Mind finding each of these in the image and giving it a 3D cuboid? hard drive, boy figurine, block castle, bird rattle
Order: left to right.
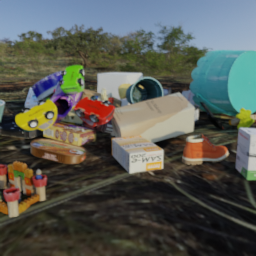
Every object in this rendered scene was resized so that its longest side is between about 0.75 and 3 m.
[{"bbox_3d":[-2.179,1.014,5.028,1.311,0.615,0.876,7,15,28],"label":"block castle"},{"bbox_3d":[-3.716,0.072,9.696,1.417,0.268,0.990,5,14,14],"label":"hard drive"},{"bbox_3d":[0.677,-1.457,11.675,2.202,0.709,1.369,3,2,-4],"label":"boy figurine"},{"bbox_3d":[4.505,-0.355,10.564,1.446,0.815,1.179,-11,-6,-31],"label":"bird rattle"}]

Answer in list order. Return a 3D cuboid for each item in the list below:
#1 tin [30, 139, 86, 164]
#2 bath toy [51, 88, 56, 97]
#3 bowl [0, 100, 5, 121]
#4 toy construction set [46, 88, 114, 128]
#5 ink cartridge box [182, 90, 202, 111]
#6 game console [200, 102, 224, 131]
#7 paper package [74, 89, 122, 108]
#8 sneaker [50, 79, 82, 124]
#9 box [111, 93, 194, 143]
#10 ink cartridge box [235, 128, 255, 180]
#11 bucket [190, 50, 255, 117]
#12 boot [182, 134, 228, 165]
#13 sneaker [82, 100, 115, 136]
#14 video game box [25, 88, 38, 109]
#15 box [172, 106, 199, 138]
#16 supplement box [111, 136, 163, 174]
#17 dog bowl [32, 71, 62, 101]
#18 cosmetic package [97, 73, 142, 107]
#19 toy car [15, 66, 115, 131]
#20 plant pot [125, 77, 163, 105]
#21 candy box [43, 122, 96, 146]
[{"bbox_3d":[-1.768,0.589,7.087,1.446,0.303,0.810,12,18,12],"label":"tin"},{"bbox_3d":[-2.812,-1.457,11.388,0.658,0.775,1.781,4,9,-24],"label":"bath toy"},{"bbox_3d":[-4.718,0.007,7.714,2.556,1.337,2.556,0,13,0],"label":"bowl"},{"bbox_3d":[-2.014,-0.665,10.946,2.945,1.357,1.931,-8,10,17],"label":"toy construction set"},{"bbox_3d":[3.376,-1.330,13.629,1.609,0.937,0.543,3,-17,41],"label":"ink cartridge box"},{"bbox_3d":[2.993,-0.446,10.193,0.155,1.282,0.756,-41,16,3],"label":"game console"},{"bbox_3d":[-1.354,-1.009,12.141,1.766,0.958,1.852,12,8,-22],"label":"paper package"},{"bbox_3d":[-2.141,-1.018,9.618,1.060,0.964,2.398,-20,34,51],"label":"sneaker"},{"bbox_3d":[0.705,-0.209,8.191,2.239,0.870,1.063,-16,38,-13],"label":"box"},{"bbox_3d":[2.708,0.551,6.155,0.419,0.994,0.726,1,13,2],"label":"ink cartridge box"},{"bbox_3d":[4.326,-1.888,11.780,2.962,2.962,1.927,-7,13,-28],"label":"bucket"},{"bbox_3d":[1.998,0.492,7.068,1.336,0.717,0.501,-4,12,-24],"label":"boot"},{"bbox_3d":[-1.122,-0.466,9.109,1.141,0.747,1.975,10,20,-37],"label":"sneaker"},{"bbox_3d":[-4.163,-1.526,14.790,2.228,0.521,2.029,-3,35,-10],"label":"video game box"},{"bbox_3d":[1.215,-0.399,10.721,2.272,0.735,2.881,6,14,29],"label":"box"},{"bbox_3d":[0.186,0.613,6.945,0.861,0.502,1.366,-6,15,-21],"label":"supplement box"},{"bbox_3d":[-3.106,-1.707,11.702,1.689,0.665,1.689,-28,4,2],"label":"dog bowl"},{"bbox_3d":[-0.426,-2.138,15.685,1.821,1.832,2.189,7,16,24],"label":"cosmetic package"},{"bbox_3d":[-1.688,-0.897,8.329,2.774,0.619,2.611,-5,47,6],"label":"toy car"},{"bbox_3d":[0.488,-1.204,10.181,1.209,1.209,1.184,-4,8,-16],"label":"plant pot"},{"bbox_3d":[-1.841,0.170,8.798,1.450,0.409,0.846,11,13,28],"label":"candy box"}]
